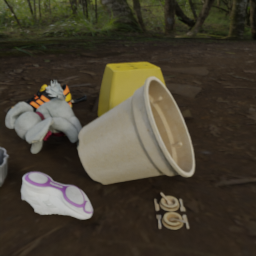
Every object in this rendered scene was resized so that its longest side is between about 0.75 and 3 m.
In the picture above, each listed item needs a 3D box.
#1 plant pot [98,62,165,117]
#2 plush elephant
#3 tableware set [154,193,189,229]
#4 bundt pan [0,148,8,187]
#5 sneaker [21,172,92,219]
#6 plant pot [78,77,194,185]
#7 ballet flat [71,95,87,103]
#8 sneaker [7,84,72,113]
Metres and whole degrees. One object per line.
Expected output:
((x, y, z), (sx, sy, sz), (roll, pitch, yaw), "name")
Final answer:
((0.166, -1.326, 11.157), (2.598, 2.292, 2.598), (-6, 22, -12), "plant pot")
((-2.662, -0.040, 8.945), (1.916, 2.475, 2.038), (-33, 43, -22), "plush elephant")
((0.990, 1.889, 6.437), (0.693, 0.210, 1.049), (0, 23, 0), "tableware set")
((-4.167, 1.246, 7.173), (2.188, 0.821, 2.188), (-1, 23, 0), "bundt pan")
((-1.635, 1.664, 6.394), (1.732, 0.863, 0.648), (26, 24, 3), "sneaker")
((0.100, 0.345, 7.118), (2.311, 2.525, 2.525), (-23, 15, 23), "plant pot")
((-2.521, -1.437, 14.094), (0.985, 0.280, 0.327), (-21, 31, -40), "ballet flat")
((-3.908, -1.234, 12.344), (2.841, 1.278, 0.994), (-14, 27, -30), "sneaker")
